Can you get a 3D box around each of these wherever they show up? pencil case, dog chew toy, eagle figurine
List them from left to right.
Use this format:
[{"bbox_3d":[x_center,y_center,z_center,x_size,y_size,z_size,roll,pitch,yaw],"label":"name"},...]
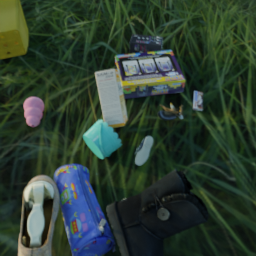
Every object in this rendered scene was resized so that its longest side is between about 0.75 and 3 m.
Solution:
[{"bbox_3d":[-3.450,-0.551,10.225,0.723,0.723,1.161,-6,57,-5],"label":"dog chew toy"},{"bbox_3d":[-1.229,2.144,7.464,1.027,1.143,2.631,14,34,-39],"label":"pencil case"},{"bbox_3d":[1.591,-0.611,10.378,0.883,0.670,0.666,-12,79,24],"label":"eagle figurine"}]

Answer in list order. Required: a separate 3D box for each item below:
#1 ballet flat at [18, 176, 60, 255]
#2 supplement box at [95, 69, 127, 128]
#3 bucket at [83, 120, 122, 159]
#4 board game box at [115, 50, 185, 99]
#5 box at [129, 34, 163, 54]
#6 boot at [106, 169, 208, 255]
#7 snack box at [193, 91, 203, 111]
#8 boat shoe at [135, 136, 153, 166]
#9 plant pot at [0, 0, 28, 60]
[{"bbox_3d":[-2.131,1.968,6.767,0.941,0.930,2.766,-4,38,-14],"label":"ballet flat"},{"bbox_3d":[-0.529,-1.020,9.573,0.690,1.875,1.182,-9,10,7],"label":"supplement box"},{"bbox_3d":[-0.850,0.398,9.008,0.757,1.164,1.164,-41,60,-20],"label":"bucket"},{"bbox_3d":[0.848,-2.278,11.718,2.545,0.722,2.104,-7,51,-6],"label":"board game box"},{"bbox_3d":[0.821,-3.671,12.835,1.428,0.873,0.757,8,48,6],"label":"box"},{"bbox_3d":[0.882,2.444,6.334,2.120,0.964,2.523,-28,73,12],"label":"boot"},{"bbox_3d":[2.749,-1.063,11.030,0.356,0.120,0.991,8,49,7],"label":"snack box"},{"bbox_3d":[0.461,0.726,8.859,0.379,0.313,1.012,26,72,-17],"label":"boat shoe"},{"bbox_3d":[-5.755,-4.439,12.781,2.245,2.245,1.980,-16,62,-14],"label":"plant pot"}]
